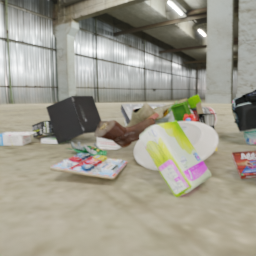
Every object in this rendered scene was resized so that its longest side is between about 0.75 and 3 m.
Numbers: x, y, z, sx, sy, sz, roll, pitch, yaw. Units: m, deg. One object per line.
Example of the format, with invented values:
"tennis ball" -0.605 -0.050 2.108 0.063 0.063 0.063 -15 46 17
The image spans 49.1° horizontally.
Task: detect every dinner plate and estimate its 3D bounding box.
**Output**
"dinner plate" 1.325 0.367 8.140 2.477 0.300 2.477 -13 27 7

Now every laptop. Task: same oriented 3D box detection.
"laptop" -2.105 -0.360 11.320 1.730 1.620 1.003 -8 -17 -48

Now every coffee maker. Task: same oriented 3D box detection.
"coffee maker" 3.486 -0.094 12.341 0.738 1.095 1.052 -1 2 8

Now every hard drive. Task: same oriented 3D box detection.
"hard drive" 1.147 -0.625 15.201 2.755 0.521 1.925 -2 39 -20

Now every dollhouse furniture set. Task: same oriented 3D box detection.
"dollhouse furniture set" 2.237 -0.520 13.836 2.606 1.308 1.707 -14 10 40

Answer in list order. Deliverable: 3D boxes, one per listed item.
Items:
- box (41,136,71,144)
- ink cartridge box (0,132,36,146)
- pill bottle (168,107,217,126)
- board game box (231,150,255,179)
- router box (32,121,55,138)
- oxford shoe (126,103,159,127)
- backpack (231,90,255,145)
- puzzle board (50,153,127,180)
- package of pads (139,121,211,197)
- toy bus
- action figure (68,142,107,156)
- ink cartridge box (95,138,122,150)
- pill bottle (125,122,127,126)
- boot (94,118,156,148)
"box" -2.946 0.485 11.505 0.795 0.200 1.101 2 8 13
"ink cartridge box" -4.344 0.424 10.990 1.283 0.435 0.739 -1 9 7
"pill bottle" 3.244 -0.405 14.125 2.234 1.272 1.272 -5 9 -32
"board game box" 3.340 0.822 6.699 1.485 0.144 0.764 -6 38 5
"router box" -3.260 0.036 12.161 1.407 0.583 1.878 -5 -2 -31
"oxford shoe" 0.492 -0.468 12.752 0.867 0.921 2.462 -34 1 -33
"backpack" 5.581 -0.616 11.322 2.578 2.186 2.903 -11 14 17
"puzzle board" -0.877 0.907 7.100 1.470 0.170 1.950 7 5 9
"package of pads" 1.014 0.609 6.013 0.522 1.532 1.183 -41 -18 32
"toy bus" 2.267 0.206 9.462 1.368 1.313 0.928 1 6 -6
"action figure" -1.246 0.719 9.153 1.498 0.410 0.885 10 9 38
"ink cartridge box" -0.581 0.408 10.711 0.951 0.560 1.651 2 8 18
"pill bottle" 0.456 -0.390 15.852 0.803 0.803 1.341 6 10 38
"boot" -0.084 -0.016 9.047 1.621 0.559 1.739 -38 -34 13
